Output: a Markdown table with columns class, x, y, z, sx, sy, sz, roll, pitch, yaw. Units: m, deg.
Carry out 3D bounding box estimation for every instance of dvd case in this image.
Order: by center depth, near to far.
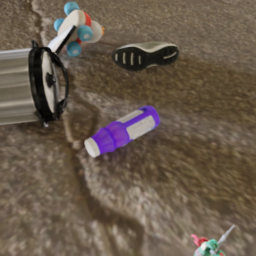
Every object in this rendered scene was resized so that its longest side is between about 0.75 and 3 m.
| class | x | y | z | sx | sy | sz | roll | pitch | yaw |
| --- | --- | --- | --- | --- | --- | --- | --- | --- | --- |
| dvd case | -3.111 | -3.209 | 11.540 | 1.681 | 0.207 | 2.356 | -19 | 39 | 38 |

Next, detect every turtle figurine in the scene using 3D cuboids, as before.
| class | x | y | z | sx | sy | sz | roll | pitch | yaw |
| --- | --- | --- | --- | --- | --- | --- | --- | --- | --- |
| turtle figurine | 1.497 | 3.016 | 5.273 | 2.266 | 1.141 | 1.697 | -38 | 96 | -31 |

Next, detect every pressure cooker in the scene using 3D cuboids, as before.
| class | x | y | z | sx | sy | sz | roll | pitch | yaw |
| --- | --- | --- | --- | --- | --- | --- | --- | --- | --- |
| pressure cooker | -3.211 | -1.275 | 8.832 | 2.655 | 2.335 | 2.371 | -7 | 44 | -1 |

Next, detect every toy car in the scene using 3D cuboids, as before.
| class | x | y | z | sx | sy | sz | roll | pitch | yaw |
| --- | --- | --- | --- | --- | --- | --- | --- | --- | --- |
| toy car | -1.996 | -4.358 | 12.965 | 2.042 | 1.806 | 1.882 | 1 | 54 | -50 |

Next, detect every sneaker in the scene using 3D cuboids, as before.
| class | x | y | z | sx | sy | sz | roll | pitch | yaw |
| --- | --- | --- | --- | --- | --- | --- | --- | --- | --- |
| sneaker | 0.641 | -3.013 | 11.552 | 2.785 | 1.029 | 1.104 | -8 | 34 | -16 |

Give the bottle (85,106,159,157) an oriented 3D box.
| class | x | y | z | sx | sy | sz | roll | pitch | yaw |
| --- | --- | --- | --- | --- | --- | --- | --- | --- | --- |
| bottle | -0.172 | 0.108 | 8.399 | 2.316 | 0.756 | 0.967 | -28 | 7 | -26 |
